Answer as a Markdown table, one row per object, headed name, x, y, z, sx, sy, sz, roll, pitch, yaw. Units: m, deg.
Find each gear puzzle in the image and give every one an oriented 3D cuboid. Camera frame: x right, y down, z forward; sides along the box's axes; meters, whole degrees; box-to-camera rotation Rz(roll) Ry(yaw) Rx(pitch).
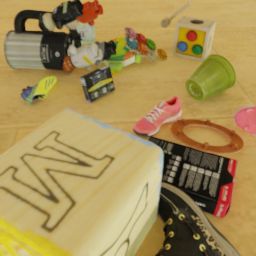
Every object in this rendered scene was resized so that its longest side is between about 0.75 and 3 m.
| name | x | y | z | sx | sy | sz | roll | pitch | yaw |
| --- | --- | --- | --- | --- | --- | --- | --- | --- | --- |
| gear puzzle | 0.840 | -3.383 | 11.709 | 2.300 | 0.301 | 1.191 | 17 | 57 | -33 |

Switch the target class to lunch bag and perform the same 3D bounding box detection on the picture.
| name | x | y | z | sx | sy | sz | roll | pitch | yaw |
| --- | --- | --- | --- | --- | --- | --- | --- | --- | --- |
| lunch bag | -2.154 | -4.436 | 13.398 | 1.073 | 0.768 | 1.260 | 1 | 41 | 1 |

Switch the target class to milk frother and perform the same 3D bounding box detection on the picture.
| name | x | y | z | sx | sy | sz | roll | pitch | yaw |
| --- | --- | --- | --- | --- | --- | --- | --- | --- | --- |
| milk frother | -3.362 | -3.508 | 11.724 | 2.462 | 2.363 | 2.618 | 5 | 5 | 5 |

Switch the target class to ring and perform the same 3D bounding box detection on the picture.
| name | x | y | z | sx | sy | sz | roll | pitch | yaw |
| --- | --- | --- | --- | --- | --- | --- | --- | --- | --- |
| ring | 2.260 | 0.153 | 8.066 | 2.092 | 0.201 | 2.092 | 7 | 25 | -3 |

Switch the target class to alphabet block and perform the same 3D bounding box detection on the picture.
| name | x | y | z | sx | sy | sz | roll | pitch | yaw |
| --- | --- | --- | --- | --- | --- | --- | --- | --- | --- |
| alphabet block | -0.991 | 1.497 | 5.292 | 2.440 | 2.427 | 2.484 | 20 | 44 | 25 |

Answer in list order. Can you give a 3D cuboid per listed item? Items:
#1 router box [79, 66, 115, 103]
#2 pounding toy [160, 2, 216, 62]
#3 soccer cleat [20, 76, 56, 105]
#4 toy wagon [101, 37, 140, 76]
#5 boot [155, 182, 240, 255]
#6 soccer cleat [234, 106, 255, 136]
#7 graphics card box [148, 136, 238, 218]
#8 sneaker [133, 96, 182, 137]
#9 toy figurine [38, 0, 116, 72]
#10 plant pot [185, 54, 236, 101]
| name | x | y | z | sx | sy | sz | roll | pitch | yaw |
| --- | --- | --- | --- | --- | --- | --- | --- | --- | --- |
| router box | -1.060 | -1.559 | 9.912 | 1.175 | 0.924 | 0.307 | -33 | 35 | -32 |
| pounding toy | 2.421 | -4.221 | 12.119 | 2.379 | 2.090 | 1.089 | 19 | 44 | 20 |
| soccer cleat | -3.127 | -1.357 | 10.155 | 0.684 | 0.528 | 1.635 | 44 | 46 | 2 |
| toy wagon | -0.341 | -3.041 | 11.757 | 1.773 | 0.452 | 2.285 | 5 | 49 | 15 |
| boot | 0.736 | 2.374 | 5.412 | 1.960 | 0.952 | 2.602 | -24 | 52 | -27 |
| soccer cleat | 4.696 | -0.221 | 8.567 | 2.864 | 0.955 | 1.095 | 2 | 12 | 9 |
| graphics card box | 1.396 | 1.147 | 7.046 | 2.383 | 0.606 | 1.495 | 16 | 44 | 16 |
| sneaker | 0.907 | -0.437 | 8.703 | 1.943 | 0.843 | 0.716 | -30 | 49 | -29 |
| toy figurine | -1.833 | -3.406 | 10.502 | 1.765 | 2.497 | 2.536 | -14 | 18 | 24 |
| plant pot | 2.790 | -1.659 | 9.891 | 1.341 | 1.392 | 1.392 | -35 | 50 | -18 |
